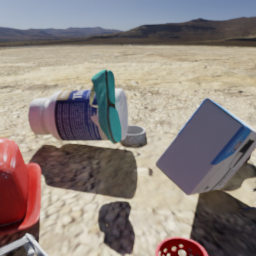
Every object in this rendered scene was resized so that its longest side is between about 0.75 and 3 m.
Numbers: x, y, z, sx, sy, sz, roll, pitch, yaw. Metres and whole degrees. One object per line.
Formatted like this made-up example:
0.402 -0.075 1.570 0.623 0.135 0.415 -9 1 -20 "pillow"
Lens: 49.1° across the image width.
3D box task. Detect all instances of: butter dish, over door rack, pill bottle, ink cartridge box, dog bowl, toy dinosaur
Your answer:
-3.263 0.887 5.812 2.668 1.972 2.660 -6 23 -15 "butter dish"
-1.663 2.277 3.613 1.729 0.780 2.340 -17 6 -38 "over door rack"
-1.561 -0.390 9.010 2.957 1.641 1.641 -1 21 10 "pill bottle"
1.860 0.475 6.010 0.956 1.658 2.285 43 17 30 "ink cartridge box"
0.127 0.212 9.852 1.089 0.319 1.089 1 21 0 "dog bowl"
3.022 1.608 6.046 1.165 0.612 1.057 8 39 -9 "toy dinosaur"

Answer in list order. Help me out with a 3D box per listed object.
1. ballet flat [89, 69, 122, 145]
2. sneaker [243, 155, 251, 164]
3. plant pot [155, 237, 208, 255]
-0.642 -0.516 7.423 0.729 2.072 0.698 -13 -15 24 "ballet flat"
2.728 0.823 8.031 1.741 0.609 0.784 -11 12 -31 "sneaker"
0.783 2.179 4.220 0.786 0.716 0.786 -1 22 0 "plant pot"
